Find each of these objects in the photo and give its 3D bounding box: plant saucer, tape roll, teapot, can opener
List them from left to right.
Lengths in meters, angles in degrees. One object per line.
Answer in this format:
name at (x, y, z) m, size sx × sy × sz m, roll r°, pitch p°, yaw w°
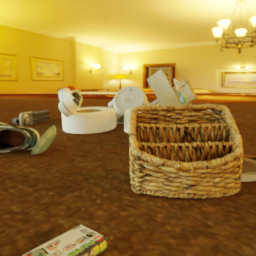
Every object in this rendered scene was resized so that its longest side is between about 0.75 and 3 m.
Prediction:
can opener at (-5.192, -0.583, 15.071) m, size 0.827 × 0.660 × 2.475 m, roll 4°, pitch 10°, yaw 16°
plant saucer at (-2.583, 0.438, 8.817) m, size 0.220 × 1.141 × 1.141 m, roll 37°, pitch 11°, yaw -2°
tape roll at (-1.821, -0.394, 13.046) m, size 2.470 × 0.864 × 2.470 m, roll -2°, pitch 11°, yaw 0°
teapot at (0.164, -1.316, 16.641) m, size 2.108 × 2.136 × 1.560 m, roll -37°, pitch -27°, yaw -6°
tape roll at (1.128, -0.320, 12.732) m, size 2.699 × 0.944 × 2.699 m, roll 0°, pitch 11°, yaw 0°

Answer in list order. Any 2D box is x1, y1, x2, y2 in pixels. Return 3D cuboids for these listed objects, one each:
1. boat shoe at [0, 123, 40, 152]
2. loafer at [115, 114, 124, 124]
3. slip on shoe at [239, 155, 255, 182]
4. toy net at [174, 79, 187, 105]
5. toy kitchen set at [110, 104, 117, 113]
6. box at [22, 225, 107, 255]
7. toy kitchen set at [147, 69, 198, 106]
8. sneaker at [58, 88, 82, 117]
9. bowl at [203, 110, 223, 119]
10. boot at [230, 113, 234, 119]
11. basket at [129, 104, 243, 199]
boat shoe at (-4.345, 0.301, 9.112) m, size 2.691 × 0.966 × 0.910 m, roll 3°, pitch 6°, yaw 4°
loafer at (0.029, -0.525, 14.933) m, size 1.904 × 0.666 × 0.664 m, roll -14°, pitch 20°, yaw -27°
slip on shoe at (3.399, 0.909, 6.745) m, size 1.964 × 0.595 × 0.747 m, roll 0°, pitch 10°, yaw 0°
toy net at (2.331, -1.599, 12.400) m, size 0.254 × 1.314 × 0.690 m, roll -20°, pitch -22°, yaw 18°
toy kitchen set at (-0.793, -1.559, 18.747) m, size 1.581 × 1.290 × 1.427 m, roll 6°, pitch 11°, yaw 30°
box at (-0.832, 1.656, 3.715) m, size 0.568 × 0.179 × 1.033 m, roll 8°, pitch 13°, yaw 39°
toy kitchen set at (2.266, -1.828, 14.755) m, size 2.599 × 2.121 × 2.345 m, roll -34°, pitch -10°, yaw 32°
sneaker at (-2.461, -1.251, 12.335) m, size 0.924 × 0.953 × 2.610 m, roll -33°, pitch 29°, yaw 4°
bowl at (2.618, -0.059, 10.718) m, size 2.367 × 1.111 × 2.367 m, roll 1°, pitch 11°, yaw 0°
boot at (3.952, -0.552, 13.858) m, size 2.582 × 1.027 × 2.966 m, roll 1°, pitch 8°, yaw 4°
basket at (1.200, 0.423, 6.126) m, size 2.392 × 1.782 × 1.707 m, roll 1°, pitch 10°, yaw 1°
